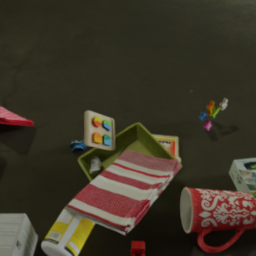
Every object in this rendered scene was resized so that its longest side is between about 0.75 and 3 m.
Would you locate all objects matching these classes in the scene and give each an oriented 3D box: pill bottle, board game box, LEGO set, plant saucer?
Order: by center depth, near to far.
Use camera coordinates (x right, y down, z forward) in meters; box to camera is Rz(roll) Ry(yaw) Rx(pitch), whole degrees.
[{"bbox_3d":[-1.534,2.763,7.827,0.985,0.985,1.758,16,46,17],"label":"pill bottle"},{"bbox_3d":[4.579,2.097,8.772,1.858,0.810,2.519,-6,43,-5],"label":"board game box"},{"bbox_3d":[0.007,1.326,9.345,2.625,0.628,2.621,-31,47,-13],"label":"plant saucer"},{"bbox_3d":[3.404,-0.546,11.500,0.595,0.641,1.561,32,72,34],"label":"LEGO set"}]

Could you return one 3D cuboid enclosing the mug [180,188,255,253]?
[{"bbox_3d":[2.600,2.599,8.136,1.907,1.272,1.693,1,81,-5],"label":"mug"}]

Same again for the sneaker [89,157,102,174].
[{"bbox_3d":[-1.147,1.247,9.367,0.363,0.398,0.972,-25,6,5],"label":"sneaker"}]

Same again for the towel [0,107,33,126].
[{"bbox_3d":[-5.129,-0.568,11.378,2.225,0.250,1.609,23,6,27],"label":"towel"}]

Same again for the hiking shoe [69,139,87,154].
[{"bbox_3d":[-1.710,0.667,10.729,1.092,0.406,0.473,-14,74,-23],"label":"hiking shoe"}]

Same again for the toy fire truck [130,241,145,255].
[{"bbox_3d":[0.223,3.326,6.682,0.356,1.462,1.031,3,34,1],"label":"toy fire truck"}]

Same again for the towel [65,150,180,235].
[{"bbox_3d":[-0.077,1.603,8.001,2.122,0.335,2.946,8,31,35],"label":"towel"}]

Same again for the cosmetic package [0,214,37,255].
[{"bbox_3d":[-3.159,3.564,6.717,1.185,1.404,2.628,-2,44,-1],"label":"cosmetic package"}]

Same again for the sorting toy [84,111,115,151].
[{"bbox_3d":[-0.918,0.107,9.454,0.236,1.296,1.200,-16,69,39],"label":"sorting toy"}]

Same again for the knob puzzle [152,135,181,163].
[{"bbox_3d":[0.784,1.008,10.120,2.478,0.344,2.478,-1,45,1],"label":"knob puzzle"}]
